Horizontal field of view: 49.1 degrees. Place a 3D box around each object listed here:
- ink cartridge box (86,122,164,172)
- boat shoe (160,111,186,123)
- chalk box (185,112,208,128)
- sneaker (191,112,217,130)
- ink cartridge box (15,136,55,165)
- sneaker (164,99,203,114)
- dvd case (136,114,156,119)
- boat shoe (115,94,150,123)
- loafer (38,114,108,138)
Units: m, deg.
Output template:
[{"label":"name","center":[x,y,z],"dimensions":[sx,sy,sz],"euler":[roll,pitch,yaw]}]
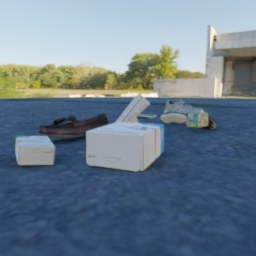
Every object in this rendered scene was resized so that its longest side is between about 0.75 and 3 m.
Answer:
[{"label":"ink cartridge box","center":[0.002,0.404,7.470],"dimensions":[1.504,0.881,2.082],"euler":[3,10,20]},{"label":"boat shoe","center":[2.356,-0.612,14.146],"dimensions":[0.537,0.641,1.795],"euler":[-50,23,-22]},{"label":"chalk box","center":[2.854,-0.331,11.881],"dimensions":[0.996,0.617,0.620],"euler":[-8,9,-36]},{"label":"sneaker","center":[3.588,-0.358,13.057],"dimensions":[0.700,0.666,1.766],"euler":[8,16,-27]},{"label":"ink cartridge box","center":[-2.438,0.566,7.258],"dimensions":[0.867,0.491,1.183],"euler":[3,9,-25]},{"label":"sneaker","center":[3.337,-1.195,17.257],"dimensions":[2.754,1.129,1.029],"euler":[8,11,42]},{"label":"dvd case","center":[0.913,-0.719,17.406],"dimensions":[1.428,0.157,1.042],"euler":[4,9,28]},{"label":"boat shoe","center":[0.047,-0.307,10.339],"dimensions":[0.700,2.131,0.767],"euler":[38,-26,-2]},{"label":"loafer","center":[-1.923,-0.120,10.244],"dimensions":[2.852,0.898,1.025],"euler":[0,4,-43]}]
